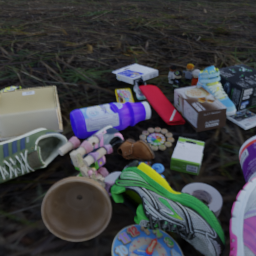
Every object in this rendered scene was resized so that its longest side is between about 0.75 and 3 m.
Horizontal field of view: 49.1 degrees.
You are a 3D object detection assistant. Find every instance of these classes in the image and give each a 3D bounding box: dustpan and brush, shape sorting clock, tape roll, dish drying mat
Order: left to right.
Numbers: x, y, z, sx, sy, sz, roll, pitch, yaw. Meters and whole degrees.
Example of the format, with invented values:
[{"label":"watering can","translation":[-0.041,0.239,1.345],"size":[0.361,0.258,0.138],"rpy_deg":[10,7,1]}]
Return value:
[{"label":"dustpan and brush","translation":[-0.200,1.377,7.521],"size":[0.879,0.360,1.259],"rpy_deg":[14,44,14]},{"label":"shape sorting clock","translation":[0.409,2.512,5.584],"size":[1.496,0.293,1.496],"rpy_deg":[9,25,-4]},{"label":"dish drying mat","translation":[1.230,-0.913,10.487],"size":[0.863,0.204,2.247],"rpy_deg":[-6,45,-28]},{"label":"tape roll","translation":[1.763,1.805,6.828],"size":[0.982,0.324,0.982],"rpy_deg":[-1,34,0]}]

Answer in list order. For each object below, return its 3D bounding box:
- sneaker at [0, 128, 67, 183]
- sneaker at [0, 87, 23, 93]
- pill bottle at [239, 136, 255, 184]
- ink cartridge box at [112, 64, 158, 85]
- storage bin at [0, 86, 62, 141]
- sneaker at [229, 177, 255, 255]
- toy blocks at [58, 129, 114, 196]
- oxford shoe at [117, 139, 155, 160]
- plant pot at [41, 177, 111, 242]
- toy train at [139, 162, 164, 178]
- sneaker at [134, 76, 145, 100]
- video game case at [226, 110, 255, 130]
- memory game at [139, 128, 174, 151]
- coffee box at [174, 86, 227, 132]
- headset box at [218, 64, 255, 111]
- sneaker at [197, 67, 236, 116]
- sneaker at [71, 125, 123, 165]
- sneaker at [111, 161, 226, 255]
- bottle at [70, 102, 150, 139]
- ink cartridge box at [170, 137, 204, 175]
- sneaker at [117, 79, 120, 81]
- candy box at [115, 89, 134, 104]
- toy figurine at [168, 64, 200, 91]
[{"label":"sneaker","translation":[-2.856,0.788,7.594],"size":[1.252,0.935,2.789],"rpy_deg":[7,29,37]},{"label":"sneaker","translation":[-4.936,-1.203,11.171],"size":[0.648,0.640,1.697],"rpy_deg":[5,23,21]},{"label":"pill bottle","translation":[3.530,1.273,6.717],"size":[1.320,1.320,2.347],"rpy_deg":[5,35,7]},{"label":"ink cartridge box","translation":[0.295,-2.456,12.750],"size":[1.497,0.356,1.515],"rpy_deg":[-26,33,-31]},{"label":"storage bin","translation":[-3.494,-0.636,9.940],"size":[2.038,0.955,2.023],"rpy_deg":[-9,34,-12]},{"label":"sneaker","translation":[2.427,2.232,4.866],"size":[1.314,1.211,2.978],"rpy_deg":[6,52,29]},{"label":"toy blocks","translation":[-0.783,0.847,7.193],"size":[1.418,1.325,1.193],"rpy_deg":[11,37,42]},{"label":"oxford shoe","translation":[0.199,0.708,7.928],"size":[0.610,0.611,1.712],"rpy_deg":[-32,12,-21]},{"label":"plant pot","translation":[-1.104,1.674,6.172],"size":[1.463,1.463,0.675],"rpy_deg":[-3,15,-4]},{"label":"toy train","translation":[0.528,1.473,7.096],"size":[0.811,0.615,1.420],"rpy_deg":[-5,39,7]},{"label":"sneaker","translation":[0.516,-1.820,11.758],"size":[0.485,0.873,1.247],"rpy_deg":[-7,34,-9]},{"label":"video game case","translation":[4.284,-0.318,10.204],"size":[1.000,0.117,0.909],"rpy_deg":[-18,38,-23]},{"label":"memory game","translation":[0.925,0.351,9.139],"size":[1.130,0.072,1.130],"rpy_deg":[-2,39,2]},{"label":"coffee box","translation":[2.557,-0.750,10.181],"size":[1.121,0.781,1.960],"rpy_deg":[-11,34,-9]},{"label":"headset box","translation":[4.589,-1.772,11.583],"size":[1.852,0.987,2.127],"rpy_deg":[-15,36,-21]},{"label":"sneaker","translation":[3.319,-1.489,10.703],"size":[0.887,1.456,2.231],"rpy_deg":[-16,37,-17]},{"label":"sneaker","translation":[-0.877,0.604,8.266],"size":[0.711,0.608,1.733],"rpy_deg":[35,61,25]},{"label":"sneaker","translation":[0.754,1.848,5.828],"size":[2.628,1.025,1.120],"rpy_deg":[32,43,20]},{"label":"bottle","translation":[-0.561,-0.350,9.530],"size":[2.674,0.873,1.117],"rpy_deg":[-12,27,-18]},{"label":"ink cartridge box","translation":[1.763,0.806,8.224],"size":[0.809,0.414,1.094],"rpy_deg":[11,36,17]},{"label":"sneaker","translation":[-0.176,-2.391,13.187],"size":[0.756,0.284,0.306],"rpy_deg":[-9,21,-18]},{"label":"candy box","translation":[-0.157,-1.266,11.565],"size":[0.659,0.170,1.289],"rpy_deg":[-4,34,-7]},{"label":"toy figurine","translation":[2.466,-2.297,12.436],"size":[1.325,0.922,1.305],"rpy_deg":[-4,34,-5]}]
